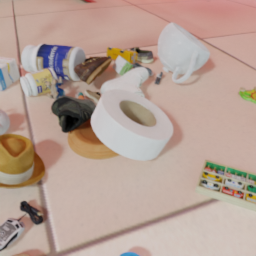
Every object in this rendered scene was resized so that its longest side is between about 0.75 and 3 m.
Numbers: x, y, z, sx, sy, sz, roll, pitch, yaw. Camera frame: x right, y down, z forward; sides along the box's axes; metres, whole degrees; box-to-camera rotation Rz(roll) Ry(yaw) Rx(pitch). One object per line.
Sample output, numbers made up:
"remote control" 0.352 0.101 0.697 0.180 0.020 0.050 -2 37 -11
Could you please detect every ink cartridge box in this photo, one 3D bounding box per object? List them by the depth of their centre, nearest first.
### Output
"ink cartridge box" -6.039 -2.575 13.211 1.051 1.032 1.427 10 38 13
"ink cartridge box" -0.215 -2.983 13.948 0.410 0.718 1.383 21 19 -40

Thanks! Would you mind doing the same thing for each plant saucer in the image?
"plant saucer" -0.972 0.159 10.081 2.432 0.455 2.432 0 38 0

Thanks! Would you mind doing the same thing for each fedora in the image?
"fedora" -3.447 0.817 8.318 2.256 0.920 2.256 18 24 -8

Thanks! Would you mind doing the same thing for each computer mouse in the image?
"computer mouse" -2.937 2.559 7.012 0.885 0.354 1.615 25 38 22

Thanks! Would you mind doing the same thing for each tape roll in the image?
"tape roll" 0.149 -0.155 9.225 2.635 0.922 2.635 22 30 -14

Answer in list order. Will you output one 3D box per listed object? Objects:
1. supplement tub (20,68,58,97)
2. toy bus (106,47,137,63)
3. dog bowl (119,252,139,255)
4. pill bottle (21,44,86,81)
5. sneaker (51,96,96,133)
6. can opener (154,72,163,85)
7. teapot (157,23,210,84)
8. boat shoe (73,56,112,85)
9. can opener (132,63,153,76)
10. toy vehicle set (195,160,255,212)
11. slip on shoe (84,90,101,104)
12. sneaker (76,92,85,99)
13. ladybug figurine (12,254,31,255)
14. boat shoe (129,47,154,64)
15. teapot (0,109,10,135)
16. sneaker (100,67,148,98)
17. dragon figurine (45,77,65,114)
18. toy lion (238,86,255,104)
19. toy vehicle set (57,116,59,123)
"supplement tub" -3.956 -2.022 12.492 1.403 1.020 1.020 -24 43 -28
"toy bus" -0.385 -3.944 15.095 0.709 0.589 1.811 -18 33 -40
"dog bowl" -0.243 3.263 6.063 1.346 0.334 0.750 -17 40 -22
"pill bottle" -3.592 -3.217 13.597 2.784 1.611 1.611 9 38 13
"sneaker" -2.315 -0.511 10.150 2.303 0.880 1.319 11 38 39
"can opener" 1.495 -2.443 13.615 0.250 0.314 0.939 22 40 2
"teapot" 2.478 -3.605 13.859 2.808 2.078 2.845 45 27 13
"boat shoe" -1.614 -2.947 13.254 1.021 1.022 2.903 37 27 -3
"can opener" 0.745 -3.047 14.245 0.377 0.472 1.413 -29 50 -26
"toy vehicle set" 3.098 1.679 8.218 1.991 0.264 1.237 15 39 18
"slip on shoe" -1.354 -1.349 11.907 0.527 0.420 1.387 17 18 -44
"sneaker" -1.931 -1.045 11.666 0.556 0.497 1.392 6 35 -4
"ladybug figurine" -2.464 3.125 6.272 0.816 0.294 0.554 -4 37 -5
"boat shoe" 0.419 -4.152 15.573 2.182 0.707 0.785 20 42 24
"teapot" -4.998 -0.339 10.176 1.262 0.922 1.246 3 50 1
"sneaker" 0.294 -1.702 12.272 2.675 0.986 1.546 -33 56 -33
"dragon figurine" -2.981 -1.425 11.716 0.547 0.925 1.860 -15 75 12
"toy lion" 5.498 -1.384 12.279 1.043 0.358 1.000 -3 45 -3
"toy vehicle set" -2.350 -0.373 11.065 0.847 0.112 0.526 -13 39 -16
